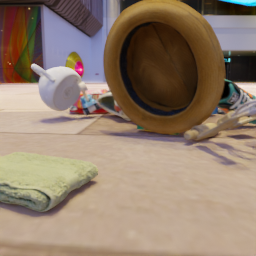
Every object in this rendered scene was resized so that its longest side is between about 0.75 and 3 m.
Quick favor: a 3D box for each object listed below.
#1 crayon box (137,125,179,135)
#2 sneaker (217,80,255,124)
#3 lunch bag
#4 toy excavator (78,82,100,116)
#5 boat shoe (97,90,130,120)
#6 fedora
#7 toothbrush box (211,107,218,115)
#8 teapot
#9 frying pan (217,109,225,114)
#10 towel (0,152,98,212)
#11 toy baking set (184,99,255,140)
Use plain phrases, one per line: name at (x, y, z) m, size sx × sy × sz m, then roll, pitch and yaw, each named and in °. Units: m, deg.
crayon box at (0.835, -0.123, 7.055) m, size 1.068 × 0.311 × 0.634 m, roll 8°, pitch 20°, yaw 23°
sneaker at (2.768, -0.705, 7.385) m, size 2.302 × 0.821 × 0.920 m, roll 26°, pitch 12°, yaw 1°
lunch bag at (-1.596, -1.062, 10.798) m, size 1.769 × 0.823 × 2.008 m, roll -1°, pitch 11°, yaw -8°
toy excavator at (-1.349, -0.946, 9.002) m, size 0.505 × 1.010 × 0.983 m, roll -29°, pitch 12°, yaw -11°
boat shoe at (-0.068, -0.717, 8.649) m, size 0.869 × 0.989 × 2.777 m, roll -17°, pitch 22°, yaw -24°
fedora at (0.857, -1.391, 6.499) m, size 3.001 × 3.001 × 1.224 m, roll 5°, pitch 24°, yaw 26°
toothbrush box at (1.661, -1.115, 9.429) m, size 2.545 × 1.085 × 1.863 m, roll -10°, pitch 28°, yaw -40°
teapot at (-2.243, -1.311, 8.661) m, size 1.083 × 1.483 × 1.463 m, roll 31°, pitch 36°, yaw 23°
frying pan at (3.398, -0.575, 9.916) m, size 0.545 × 0.147 × 0.902 m, roll -19°, pitch 20°, yaw 27°
towel at (-1.311, 0.615, 3.579) m, size 1.618 × 0.295 × 1.200 m, roll 3°, pitch 10°, yaw 22°
toy baking set at (2.104, -0.209, 5.572) m, size 2.571 × 0.299 × 1.973 m, roll -10°, pitch -15°, yaw -44°
